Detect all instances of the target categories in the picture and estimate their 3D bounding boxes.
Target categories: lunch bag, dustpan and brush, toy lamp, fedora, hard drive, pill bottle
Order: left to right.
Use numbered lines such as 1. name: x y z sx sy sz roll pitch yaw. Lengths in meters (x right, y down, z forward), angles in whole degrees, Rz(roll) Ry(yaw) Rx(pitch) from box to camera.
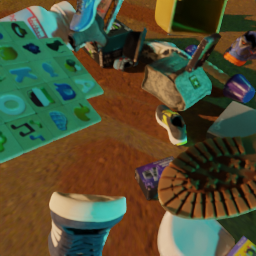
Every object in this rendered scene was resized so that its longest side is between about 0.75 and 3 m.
1. pill bottle: -2.253 -1.768 6.114 2.509 1.365 1.365 -32 52 -15
2. fedora: 0.155 -2.446 8.324 0.540 1.182 1.182 15 46 -1
3. dustpan and brush: 0.967 2.458 5.520 2.073 0.593 1.447 -30 66 -37
4. lunch bag: 1.632 -1.479 9.052 1.866 1.097 1.530 39 52 24
5. hard drive: 1.459 -1.461 5.483 0.145 0.764 0.534 44 50 15
6. toy lamp: 3.036 -1.867 9.638 0.869 0.869 2.984 -20 46 -19
7. hard drive: 3.639 0.238 7.738 2.419 0.398 1.688 28 52 29

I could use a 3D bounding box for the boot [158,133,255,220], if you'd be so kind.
1. boot: 1.441 0.665 3.552 2.374 1.273 0.891 -17 57 -14

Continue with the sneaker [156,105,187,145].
1. sneaker: 1.295 -0.247 8.091 0.589 0.669 1.582 -15 47 -15

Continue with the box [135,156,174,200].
1. box: 0.786 1.205 6.831 1.044 0.411 0.736 -17 50 -16

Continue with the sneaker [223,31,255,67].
1. sneaker: 2.406 -1.637 5.501 0.513 0.534 1.361 43 48 10

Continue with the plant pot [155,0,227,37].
1. plant pot: 1.236 -2.760 6.074 1.232 1.224 1.260 -3 30 -21

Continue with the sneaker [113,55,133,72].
1. sneaker: 0.018 -2.511 10.528 0.554 0.460 1.160 38 73 23

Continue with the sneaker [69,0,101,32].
1. sneaker: -0.654 -1.813 4.040 0.347 0.394 0.883 25 92 35

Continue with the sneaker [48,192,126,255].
1. sneaker: -0.582 1.387 3.544 0.896 2.390 1.010 8 70 -9

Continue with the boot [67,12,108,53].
1. boot: -0.886 -1.925 6.017 0.825 1.253 0.437 -43 80 -3

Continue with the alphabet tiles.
1. alphabet tiles: -1.292 -0.534 3.043 1.751 0.067 2.105 50 42 12

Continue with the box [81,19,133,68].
1. box: -0.913 -3.475 10.958 1.436 1.202 1.934 -25 51 -23

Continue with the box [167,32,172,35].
1. box: 2.094 -4.573 12.775 0.767 0.194 1.073 -3 44 -4

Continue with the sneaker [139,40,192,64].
1. sneaker: 1.612 -2.744 10.397 2.573 0.999 1.111 31 50 27

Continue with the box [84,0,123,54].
1. box: -0.546 -3.420 7.640 0.512 2.567 1.757 25 5 -3

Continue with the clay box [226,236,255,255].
1. clay box: 2.514 2.936 5.087 0.954 0.395 1.660 -32 52 -28
